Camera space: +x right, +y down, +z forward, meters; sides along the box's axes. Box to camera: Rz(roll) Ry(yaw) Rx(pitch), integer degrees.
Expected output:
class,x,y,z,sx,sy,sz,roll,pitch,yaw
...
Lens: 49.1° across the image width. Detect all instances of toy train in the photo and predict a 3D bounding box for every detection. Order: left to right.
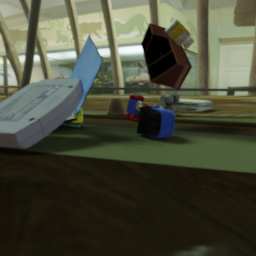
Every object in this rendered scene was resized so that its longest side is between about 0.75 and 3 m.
class,x,y,z,sx,sy,sz,roll,pitch,yaw
toy train,0.800,-0.676,11.011,1.338,0.978,2.312,12,5,-16

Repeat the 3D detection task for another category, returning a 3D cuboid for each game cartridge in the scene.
class,x,y,z,sx,sy,sz,roll,pitch,yaw
game cartridge,-2.388,-0.464,7.097,1.928,0.585,2.892,0,32,25

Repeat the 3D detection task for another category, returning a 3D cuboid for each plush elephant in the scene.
class,x,y,z,sx,sy,sz,roll,pitch,yaw
plush elephant,1.859,-1.153,13.350,1.119,1.052,1.359,-3,9,-21

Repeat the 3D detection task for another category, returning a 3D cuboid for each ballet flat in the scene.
class,x,y,z,sx,sy,sz,roll,pitch,yaw
ballet flat,-2.747,-0.578,9.820,2.775,0.930,0.927,4,5,28

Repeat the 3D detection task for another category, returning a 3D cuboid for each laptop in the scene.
class,x,y,z,sx,sy,sz,roll,pitch,yaw
laptop,-2.277,-1.484,8.722,2.878,1.668,2.694,-13,34,-9

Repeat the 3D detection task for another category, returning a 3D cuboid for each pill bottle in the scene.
class,x,y,z,sx,sy,sz,roll,pitch,yaw
pill bottle,1.698,-3.020,9.105,0.931,0.525,0.525,41,-1,-14

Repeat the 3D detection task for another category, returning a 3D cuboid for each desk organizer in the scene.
class,x,y,z,sx,sy,sz,roll,pitch,yaw
desk organizer,1.331,-2.773,10.587,1.137,1.059,2.954,11,41,-16

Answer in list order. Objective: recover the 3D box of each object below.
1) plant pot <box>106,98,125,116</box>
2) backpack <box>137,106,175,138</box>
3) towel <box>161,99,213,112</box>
class,x,y,z,sx,sy,sz,roll,pitch,yaw
plant pot,-0.616,-1.017,13.413,0.901,0.782,0.901,-1,7,0
backpack,0.818,-0.169,7.447,0.853,0.826,1.016,-1,7,-28
towel,3.321,-1.270,15.858,2.200,0.619,2.570,9,12,33
